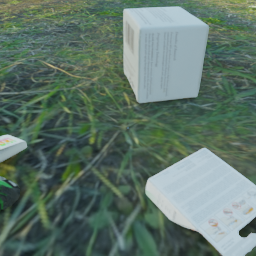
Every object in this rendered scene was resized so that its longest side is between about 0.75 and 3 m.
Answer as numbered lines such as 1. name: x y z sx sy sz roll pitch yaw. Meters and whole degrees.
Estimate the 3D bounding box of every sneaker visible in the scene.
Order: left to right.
1. sneaker: -2.912 0.923 5.266 2.041 0.796 0.869 13 27 14

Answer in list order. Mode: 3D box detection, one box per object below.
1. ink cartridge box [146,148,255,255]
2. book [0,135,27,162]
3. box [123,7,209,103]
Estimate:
1. ink cartridge box: 1.510 1.309 4.983 1.565 0.487 1.944 -23 46 -27
2. book: -2.839 0.434 6.300 0.744 0.268 1.114 -28 24 -37
3. box: 1.021 -2.402 8.930 2.010 2.347 2.335 -7 36 -9
